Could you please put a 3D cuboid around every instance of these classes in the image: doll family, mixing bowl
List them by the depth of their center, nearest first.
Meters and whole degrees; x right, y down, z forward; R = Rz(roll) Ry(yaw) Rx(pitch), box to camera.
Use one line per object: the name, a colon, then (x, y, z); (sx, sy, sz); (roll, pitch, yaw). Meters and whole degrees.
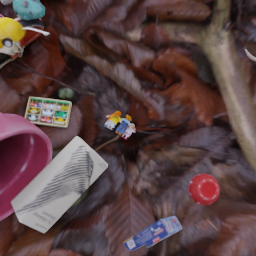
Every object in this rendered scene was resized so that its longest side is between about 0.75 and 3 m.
mixing bowl: (1.833, 1.446, 6.562); (0.751, 0.407, 0.751); (0, 80, -1)
doll family: (-0.183, -0.119, 6.874); (0.830, 0.374, 0.515); (31, 81, 6)

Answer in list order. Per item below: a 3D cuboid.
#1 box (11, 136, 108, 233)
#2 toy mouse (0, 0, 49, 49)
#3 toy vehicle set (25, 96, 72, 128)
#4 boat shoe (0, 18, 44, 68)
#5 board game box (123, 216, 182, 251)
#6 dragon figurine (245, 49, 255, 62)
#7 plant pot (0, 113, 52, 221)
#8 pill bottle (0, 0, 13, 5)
box: (-1.504, 1.247, 6.271); (2.071, 0.851, 0.708); (-48, 44, -7)
toy mouse: (-2.827, -2.576, 6.448); (2.518, 0.487, 2.238); (-12, 47, 14)
toy vehicle set: (-2.004, -0.394, 7.036); (1.072, 0.142, 0.666); (7, 78, 1)
boat shoe: (-3.050, -1.966, 7.001); (2.271, 0.808, 0.710); (-31, 75, -2)
board game box: (0.649, 2.265, 6.043); (1.100, 1.099, 0.339); (-42, 63, 26)
dragon figurine: (4.122, -1.822, 6.903); (2.286, 0.673, 1.137); (4, 36, 24)
plant pot: (-3.210, 0.516, 5.865); (2.164, 2.418, 2.418); (33, 81, 22)
pill bottle: (-2.583, -3.832, 7.304); (1.693, 0.940, 0.940); (-21, 80, -3)
